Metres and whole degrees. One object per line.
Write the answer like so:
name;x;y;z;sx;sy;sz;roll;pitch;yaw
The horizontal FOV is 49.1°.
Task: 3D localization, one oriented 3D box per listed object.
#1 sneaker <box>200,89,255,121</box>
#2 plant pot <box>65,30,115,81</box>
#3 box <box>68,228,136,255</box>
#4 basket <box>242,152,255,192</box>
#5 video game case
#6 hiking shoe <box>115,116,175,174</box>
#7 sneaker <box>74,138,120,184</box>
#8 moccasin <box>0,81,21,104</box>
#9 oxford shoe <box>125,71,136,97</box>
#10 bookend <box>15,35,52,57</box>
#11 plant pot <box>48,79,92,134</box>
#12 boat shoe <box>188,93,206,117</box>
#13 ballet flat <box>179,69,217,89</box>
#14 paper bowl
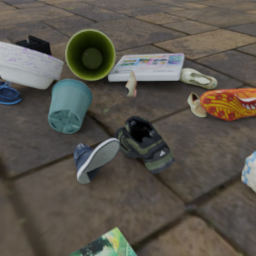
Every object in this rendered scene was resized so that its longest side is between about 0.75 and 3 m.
sneaker;3.765;-0.877;9.699;2.857;1.043;1.102;1;23;-13
plant pot;-1.577;-3.048;11.990;1.946;1.946;2.080;-4;12;-5
box;-0.540;2.584;5.084;1.434;0.261;1.035;-22;40;-25
basket;3.688;1.111;6.428;1.508;1.190;1.711;-26;33;-31
video game case;0.870;-2.649;12.155;2.891;0.342;2.631;2;31;15
hiking shoe;0.293;0.170;7.368;0.958;1.273;2.529;-28;25;-19
sneaker;-0.865;0.589;7.202;1.450;0.551;1.047;-45;34;13
moccasin;-4.878;-1.428;10.591;1.938;0.661;0.780;19;39;25
oxford shoe;0.092;-1.568;10.058;0.344;0.931;0.330;-5;10;-18
bookend;-5.130;-3.792;13.840;1.895;0.873;1.883;29;44;36
plant pot;-1.900;-0.625;8.961;1.371;1.371;1.342;1;42;1
boat shoe;2.437;-0.826;9.923;0.428;0.384;1.157;-9;42;-13
ballet flat;2.729;-2.032;11.461;1.795;0.623;0.623;21;40;28
paper bowl;-3.854;-2.287;10.773;2.494;1.297;2.494;14;4;-1
